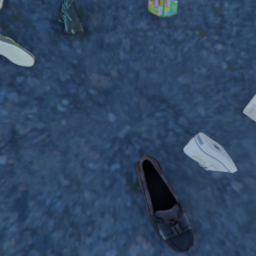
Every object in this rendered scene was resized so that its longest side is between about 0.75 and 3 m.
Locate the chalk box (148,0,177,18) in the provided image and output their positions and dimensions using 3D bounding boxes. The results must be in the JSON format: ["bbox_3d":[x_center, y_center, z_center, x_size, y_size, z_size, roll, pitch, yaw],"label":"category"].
[{"bbox_3d":[1.211,-4.069,9.256,0.617,0.620,0.996,-25,47,-27],"label":"chalk box"}]

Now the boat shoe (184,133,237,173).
[{"bbox_3d":[2.286,0.847,7.737,0.700,2.131,0.767,-39,49,22],"label":"boat shoe"}]

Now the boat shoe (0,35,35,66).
[{"bbox_3d":[-3.840,-2.587,9.110,1.795,0.641,0.537,23,44,-4],"label":"boat shoe"}]

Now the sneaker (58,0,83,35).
[{"bbox_3d":[-2.075,-3.976,9.401,0.700,0.666,1.766,-17,83,0],"label":"sneaker"}]

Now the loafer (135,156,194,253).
[{"bbox_3d":[0.929,2.082,7.686,1.025,0.898,2.852,-25,75,0],"label":"loafer"}]

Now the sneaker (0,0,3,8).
[{"bbox_3d":[-5.399,-3.847,9.186,2.754,1.129,1.029,-41,79,-10],"label":"sneaker"}]

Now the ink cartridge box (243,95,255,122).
[{"bbox_3d":[4.864,-0.495,8.413,2.082,0.881,1.504,39,78,8],"label":"ink cartridge box"}]
